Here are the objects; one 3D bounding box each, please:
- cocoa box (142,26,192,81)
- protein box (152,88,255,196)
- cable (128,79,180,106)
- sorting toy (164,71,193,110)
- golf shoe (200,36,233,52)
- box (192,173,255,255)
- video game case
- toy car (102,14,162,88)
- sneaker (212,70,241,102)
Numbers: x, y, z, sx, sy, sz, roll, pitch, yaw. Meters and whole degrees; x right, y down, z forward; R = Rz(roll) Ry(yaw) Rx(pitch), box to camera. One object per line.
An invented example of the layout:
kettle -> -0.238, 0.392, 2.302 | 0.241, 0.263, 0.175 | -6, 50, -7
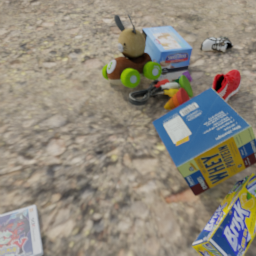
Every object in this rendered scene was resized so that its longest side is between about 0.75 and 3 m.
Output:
cocoa box -> 1.554, -3.265, 12.163 | 1.460, 1.437, 2.190 | -10, 46, -16
protein box -> 2.142, 0.338, 7.977 | 2.088, 1.419, 2.104 | -31, 37, 7
cable -> 0.956, -1.467, 10.511 | 2.738, 0.689, 1.330 | -10, 46, -43
sorting toy -> 1.880, -1.355, 10.629 | 0.886, 0.892, 2.574 | -23, 26, 28
golf shoe -> 4.302, -4.000, 13.530 | 1.681, 0.654, 0.794 | -18, 48, -15
box -> 2.717, 2.313, 7.058 | 0.875, 0.803, 2.499 | 45, 56, 10
video game case -> -3.059, 2.822, 7.183 | 1.541, 0.177, 1.404 | -14, 47, -14
toy car -> -0.053, -3.069, 10.865 | 1.977, 2.506, 2.058 | -23, 28, -23
sneaker -> 3.799, -1.765, 10.627 | 0.807, 1.190, 2.060 | 24, 63, 23
